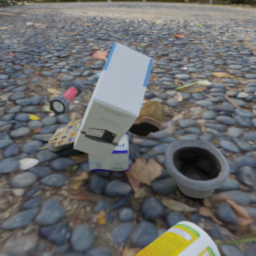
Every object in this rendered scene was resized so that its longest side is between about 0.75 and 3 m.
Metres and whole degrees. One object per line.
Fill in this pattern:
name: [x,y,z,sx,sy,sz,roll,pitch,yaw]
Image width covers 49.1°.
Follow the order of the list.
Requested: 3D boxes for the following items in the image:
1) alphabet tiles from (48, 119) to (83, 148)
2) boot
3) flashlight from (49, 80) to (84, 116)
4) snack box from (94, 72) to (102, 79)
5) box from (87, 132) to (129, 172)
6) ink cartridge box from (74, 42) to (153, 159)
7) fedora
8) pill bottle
alphabet tiles: [-1.877,0.052,11.120,2.476,0.078,2.060,-15,25,12]
boot: [0.535,-0.316,10.367,0.978,1.003,2.657,28,-17,-20]
flashlight: [-2.334,-1.277,11.087,0.744,0.747,2.197,12,34,9]
snack box: [-1.639,-3.286,17.460,0.532,0.170,0.916,22,38,31]
box: [-0.675,0.824,10.147,1.405,0.801,1.528,-1,28,-1]
ink cartridge box: [-0.527,-0.644,8.374,1.228,2.934,2.129,21,57,-10]
fedora: [2.157,1.414,9.058,1.973,1.007,2.231,-6,34,-8]
pill bottle: [0.695,3.167,5.891,2.421,1.344,1.344,-23,39,-32]
